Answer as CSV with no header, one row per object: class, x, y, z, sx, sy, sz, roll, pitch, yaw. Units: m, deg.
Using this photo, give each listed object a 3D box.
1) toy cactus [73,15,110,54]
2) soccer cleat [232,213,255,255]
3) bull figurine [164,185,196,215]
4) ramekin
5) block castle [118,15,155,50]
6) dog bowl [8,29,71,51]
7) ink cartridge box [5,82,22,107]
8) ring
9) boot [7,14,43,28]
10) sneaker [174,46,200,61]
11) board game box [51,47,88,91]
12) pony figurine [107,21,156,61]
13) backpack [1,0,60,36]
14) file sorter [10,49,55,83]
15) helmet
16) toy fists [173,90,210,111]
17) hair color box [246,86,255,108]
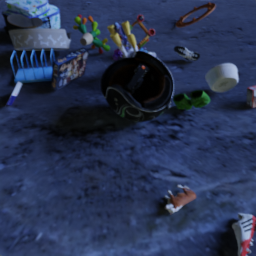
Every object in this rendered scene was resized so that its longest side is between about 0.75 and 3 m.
toy cactus,-1.912,-4.406,13.560,1.139,2.228,1.838,-27,21,30
soccer cleat,2.691,2.522,6.619,0.523,0.421,1.228,12,39,30
bull figurine,1.305,1.880,7.391,0.969,0.316,0.588,-19,44,-21
ramekin,3.692,-1.893,10.938,1.245,1.245,0.580,-4,63,-5
block castle,0.314,-4.366,13.356,1.790,1.196,0.840,-44,13,-9
dog bowl,-4.052,-4.093,13.135,2.830,0.830,2.830,-2,14,1
ink cartridge box,-4.434,-1.267,10.850,0.213,0.545,1.151,29,34,-22
ring,3.891,-6.660,16.402,2.443,0.234,2.443,-25,29,15
boot,-3.925,-3.929,10.532,1.311,0.483,0.495,-10,2,-44
sneaker,2.754,-3.481,13.314,1.289,0.583,0.429,23,85,5
board game box,-2.395,-2.439,11.538,0.319,1.251,1.846,32,44,13
pony figurine,0.051,-2.940,11.525,2.225,2.672,2.580,-24,33,5
backpack,-5.155,-6.129,15.389,2.457,1.973,2.685,25,43,21
file sorter,-4.017,-2.704,12.051,1.724,1.057,1.196,-5,38,-7
helmet,0.279,-1.338,9.584,2.385,2.385,2.274,-15,3,-16
toy fists,2.309,-0.962,10.216,1.319,0.672,0.454,-10,61,37
hair color box,5.154,-1.273,10.644,1.281,0.710,0.409,-15,26,-13
